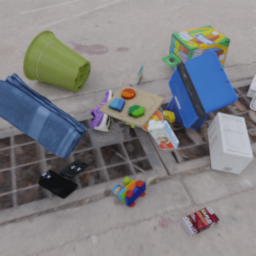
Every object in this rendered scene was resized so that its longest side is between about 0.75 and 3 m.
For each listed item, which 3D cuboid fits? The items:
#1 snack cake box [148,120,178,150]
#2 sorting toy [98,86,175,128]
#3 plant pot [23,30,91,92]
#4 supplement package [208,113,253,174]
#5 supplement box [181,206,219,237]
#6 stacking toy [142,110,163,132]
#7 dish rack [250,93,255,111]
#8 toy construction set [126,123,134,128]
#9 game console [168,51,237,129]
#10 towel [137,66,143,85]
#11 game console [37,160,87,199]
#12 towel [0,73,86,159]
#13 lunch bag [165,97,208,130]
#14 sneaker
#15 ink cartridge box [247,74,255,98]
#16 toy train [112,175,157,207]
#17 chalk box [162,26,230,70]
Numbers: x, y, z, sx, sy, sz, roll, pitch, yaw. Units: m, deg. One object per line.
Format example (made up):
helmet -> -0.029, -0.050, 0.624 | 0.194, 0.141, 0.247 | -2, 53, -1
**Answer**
snack cake box -> 0.911, 0.197, 7.193 | 0.462, 0.804, 0.270 | -8, 41, 37
sorting toy -> 0.479, -0.718, 9.512 | 2.491, 0.334, 1.856 | 21, 46, 25
plant pot -> -3.005, -2.762, 12.632 | 2.300, 2.422, 2.422 | 27, 50, 7
supplement package -> 3.480, 0.513, 9.721 | 1.028, 0.990, 1.808 | 12, 48, -3
supplement box -> 2.121, 2.744, 8.251 | 0.960, 0.292, 0.522 | -18, 48, -19
stacking toy -> 0.813, -0.216, 9.662 | 0.886, 0.886, 1.213 | 1, 9, 1
dish rack -> 5.722, -1.136, 11.825 | 0.844, 0.984, 0.214 | 25, 10, 22
toy construction set -> 0.455, -0.322, 10.770 | 1.436, 0.662, 0.942 | 5, -1, -31
game console -> 1.923, -0.998, 7.554 | 0.951, 1.371, 1.607 | -11, 69, -16
towel -> 0.551, -2.467, 13.127 | 0.087, 0.591, 0.806 | 17, 49, -14
game console -> -1.883, 1.505, 8.837 | 1.066, 0.218, 1.807 | 25, 28, 17
towel -> -2.872, -0.298, 8.987 | 2.969, 1.658, 0.721 | 35, 40, -6
lunch bag -> 2.396, -1.023, 10.728 | 1.291, 1.901, 1.258 | 18, 16, -47
sneaker -> -1.064, -0.772, 11.417 | 0.885, 0.855, 2.120 | 3, 45, 11
ink cartridge box -> 6.809, -1.588, 12.152 | 2.791, 0.617, 1.312 | 22, 63, 20
toy train -> 0.201, 1.823, 9.037 | 0.814, 0.596, 1.407 | 22, 48, 39
chalk box -> 3.078, -3.585, 13.537 | 2.834, 1.756, 1.769 | -16, 47, -16
